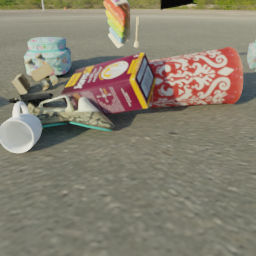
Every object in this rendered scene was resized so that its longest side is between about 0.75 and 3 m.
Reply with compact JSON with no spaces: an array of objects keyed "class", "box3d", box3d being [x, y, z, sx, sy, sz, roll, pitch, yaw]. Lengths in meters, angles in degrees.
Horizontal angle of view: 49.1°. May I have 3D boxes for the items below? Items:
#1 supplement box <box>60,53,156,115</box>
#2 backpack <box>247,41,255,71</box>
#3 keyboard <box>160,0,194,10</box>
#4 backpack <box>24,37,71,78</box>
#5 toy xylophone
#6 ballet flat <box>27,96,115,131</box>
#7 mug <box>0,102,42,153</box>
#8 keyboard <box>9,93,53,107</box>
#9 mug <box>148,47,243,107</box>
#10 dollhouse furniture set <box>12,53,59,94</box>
[{"class":"supplement box","box3d":[-0.554,-1.188,8.174,2.393,1.025,1.320,-7,42,26]},{"class":"backpack","box3d":[3.951,-2.085,8.304,0.717,0.953,0.846,-10,52,14]},{"class":"keyboard","box3d":[1.343,-4.498,8.775,1.590,0.340,2.648,-8,-5,7]},{"class":"backpack","box3d":[-3.633,-3.184,12.713,2.060,1.747,2.320,-2,32,-4]},{"class":"toy xylophone","box3d":[-0.243,-3.604,9.475,0.541,2.155,1.578,-31,60,-12]},{"class":"ballet flat","box3d":[-1.616,-0.414,7.699,2.511,0.946,0.852,2,2,5]},{"class":"mug","box3d":[-2.606,-0.081,6.939,0.836,1.132,0.993,-3,18,3]},{"class":"keyboard","box3d":[-2.974,-0.808,8.536,1.217,0.260,2.027,-5,0,-19]},{"class":"mug","box3d":[2.027,-1.448,9.555,2.810,2.494,1.875,-7,67,-5]},{"class":"dollhouse furniture set","box3d":[-3.568,-1.957,10.704,1.403,1.230,0.932,-28,26,4]}]
